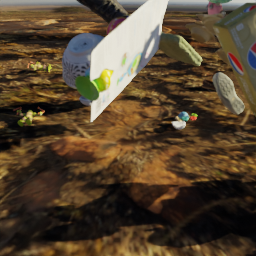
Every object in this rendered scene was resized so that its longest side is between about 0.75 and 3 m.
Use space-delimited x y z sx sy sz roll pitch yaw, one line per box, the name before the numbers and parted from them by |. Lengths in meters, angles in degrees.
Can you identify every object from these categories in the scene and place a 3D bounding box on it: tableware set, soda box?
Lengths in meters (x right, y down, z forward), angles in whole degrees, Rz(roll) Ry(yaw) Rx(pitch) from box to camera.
tableware set | 2.480 -2.153 7.026 2.261 0.262 1.889 29 2 -17
soda box | 1.576 -0.713 3.347 0.483 1.427 0.457 -32 24 8

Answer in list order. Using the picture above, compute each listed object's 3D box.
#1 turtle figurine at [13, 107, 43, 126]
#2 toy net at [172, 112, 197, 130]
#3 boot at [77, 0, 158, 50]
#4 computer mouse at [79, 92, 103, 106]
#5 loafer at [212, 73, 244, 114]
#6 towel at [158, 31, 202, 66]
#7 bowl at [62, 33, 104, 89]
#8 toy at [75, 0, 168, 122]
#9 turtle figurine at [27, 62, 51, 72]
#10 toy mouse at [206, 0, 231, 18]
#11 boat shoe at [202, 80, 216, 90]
turtle figurine | -3.065 -0.337 8.463 0.946 0.305 0.763 5 34 -4
toy net | 1.648 -0.176 8.269 0.589 0.217 1.123 15 32 22
boot | -0.317 -3.074 7.434 2.424 0.839 2.111 24 21 -44
computer mouse | -1.236 -1.029 9.875 0.773 0.309 1.410 17 25 21
loafer | 1.441 -0.506 4.133 0.268 0.768 0.268 -41 28 -2
towel | 1.481 -2.462 8.744 1.317 0.324 1.775 28 4 37
bowl | -1.109 -1.988 7.614 1.806 0.848 1.806 -8 54 11
toy | -0.109 -1.493 5.089 0.621 1.515 2.631 25 54 12
turtle figurine | -4.288 -2.888 13.445 1.021 0.408 1.267 5 20 -6
toy mouse | 2.376 -3.233 7.472 0.396 1.817 2.045 -31 1 10
boat shoe | 3.426 -1.700 11.158 0.946 0.333 0.333 16 29 27
